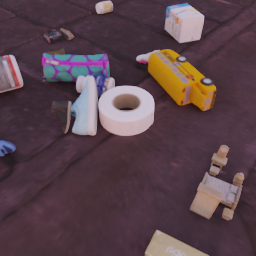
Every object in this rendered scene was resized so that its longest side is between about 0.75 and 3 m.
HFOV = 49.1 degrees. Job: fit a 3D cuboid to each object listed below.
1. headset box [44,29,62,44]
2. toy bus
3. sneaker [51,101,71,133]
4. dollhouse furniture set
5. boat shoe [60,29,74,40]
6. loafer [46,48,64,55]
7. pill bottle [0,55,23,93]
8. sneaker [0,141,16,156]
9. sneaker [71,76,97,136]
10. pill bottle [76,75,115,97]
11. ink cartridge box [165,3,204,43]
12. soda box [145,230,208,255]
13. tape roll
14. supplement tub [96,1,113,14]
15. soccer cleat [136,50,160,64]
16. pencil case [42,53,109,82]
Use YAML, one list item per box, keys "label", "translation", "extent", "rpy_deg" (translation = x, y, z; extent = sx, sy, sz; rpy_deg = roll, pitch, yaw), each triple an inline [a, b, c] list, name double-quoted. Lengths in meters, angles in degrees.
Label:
- label: "headset box"
  translation: [-3.350, -4.084, 12.547]
  extent: [0.584, 0.303, 0.785]
  rpy_deg: [-23, 48, -22]
- label: "toy bus"
  translation: [1.802, -1.673, 9.672]
  extent: [1.081, 0.898, 2.761]
  rpy_deg: [-18, 48, -17]
- label: "sneaker"
  translation: [-1.957, -0.339, 8.140]
  extent: [0.536, 1.009, 0.377]
  rpy_deg: [7, 25, -8]
- label: "dollhouse furniture set"
  translation: [2.282, 1.272, 6.704]
  extent: [0.934, 0.797, 1.801]
  rpy_deg: [24, 45, 17]
- label: "boat shoe"
  translation: [-2.781, -4.272, 12.755]
  extent: [0.309, 0.326, 0.861]
  rpy_deg: [-29, 61, -31]
- label: "loafer"
  translation: [-3.000, -3.078, 11.564]
  extent: [0.841, 0.284, 0.320]
  rpy_deg: [-3, 38, 20]
- label: "pill bottle"
  translation: [-4.737, -1.696, 9.514]
  extent: [2.005, 1.162, 1.162]
  rpy_deg: [-20, 48, -20]
- label: "sneaker"
  translation: [-3.666, 0.647, 7.719]
  extent: [1.141, 0.422, 0.469]
  rpy_deg: [-6, 46, 5]
- label: "sneaker"
  translation: [-1.386, -0.737, 8.599]
  extent: [0.834, 0.752, 2.034]
  rpy_deg: [-1, 61, -1]
- label: "pill bottle"
  translation: [-1.111, -1.431, 9.596]
  extent: [1.198, 0.693, 0.693]
  rpy_deg: [8, 45, 9]
- label: "ink cartridge box"
  translation: [2.502, -4.721, 12.619]
  extent: [1.082, 1.101, 1.496]
  rpy_deg: [-16, 47, -15]
- label: "soda box"
  translation: [1.189, 2.727, 5.507]
  extent: [1.703, 0.545, 0.577]
  rpy_deg: [22, 49, 20]
- label: "tape roll"
  translation: [-0.045, -0.575, 8.790]
  extent: [1.754, 0.613, 1.754]
  rpy_deg: [0, 44, 0]
- label: "supplement tub"
  translation: [-1.234, -6.272, 14.571]
  extent: [0.765, 0.556, 0.556]
  rpy_deg: [-23, 49, -21]
- label: "soccer cleat"
  translation: [0.992, -2.860, 11.121]
  extent: [1.326, 0.573, 0.463]
  rpy_deg: [4, 45, 5]
- label: "pencil case"
  translation: [-1.856, -2.151, 10.013]
  extent: [2.360, 1.091, 1.004]
  rpy_deg: [0, 83, 1]
